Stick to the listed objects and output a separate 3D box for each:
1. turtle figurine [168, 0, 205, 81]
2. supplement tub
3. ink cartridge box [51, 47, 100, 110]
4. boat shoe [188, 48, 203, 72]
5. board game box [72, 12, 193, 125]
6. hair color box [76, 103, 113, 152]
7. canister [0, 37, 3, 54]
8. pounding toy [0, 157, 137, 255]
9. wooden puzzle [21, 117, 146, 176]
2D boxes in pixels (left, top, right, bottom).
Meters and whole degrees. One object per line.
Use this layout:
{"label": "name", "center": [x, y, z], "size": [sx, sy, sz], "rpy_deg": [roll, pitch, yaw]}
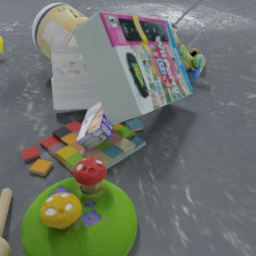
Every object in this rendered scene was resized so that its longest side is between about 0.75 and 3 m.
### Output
{"label": "turtle figurine", "center": [1.432, -2.834, 9.640], "size": [2.447, 2.524, 1.816], "rpy_deg": [3, 13, 18]}
{"label": "supplement tub", "center": [-1.679, -2.711, 9.139], "size": [2.553, 1.843, 1.843], "rpy_deg": [40, 49, 23]}
{"label": "ink cartridge box", "center": [-1.086, -1.339, 7.535], "size": [1.887, 1.638, 0.411], "rpy_deg": [-2, 18, -11]}
{"label": "boat shoe", "center": [2.546, -2.717, 10.640], "size": [0.691, 0.622, 1.916], "rpy_deg": [6, 34, 9]}
{"label": "board game box", "center": [0.319, -1.502, 6.793], "size": [0.953, 2.187, 2.965], "rpy_deg": [-18, 4, 35]}
{"label": "hair color box", "center": [-0.674, -0.108, 6.296], "size": [0.674, 0.400, 1.233], "rpy_deg": [-30, 30, 24]}
{"label": "canister", "center": [-5.977, -3.248, 10.574], "size": [1.393, 0.812, 1.875], "rpy_deg": [5, 10, 22]}
{"label": "pounding toy", "center": [-1.067, 1.208, 4.369], "size": [2.434, 1.130, 1.879], "rpy_deg": [-3, 34, -5]}
{"label": "wooden puzzle", "center": [-0.847, 0.325, 6.498], "size": [1.765, 0.209, 2.976], "rpy_deg": [29, 43, 36]}
